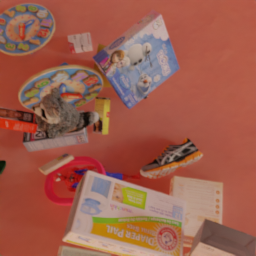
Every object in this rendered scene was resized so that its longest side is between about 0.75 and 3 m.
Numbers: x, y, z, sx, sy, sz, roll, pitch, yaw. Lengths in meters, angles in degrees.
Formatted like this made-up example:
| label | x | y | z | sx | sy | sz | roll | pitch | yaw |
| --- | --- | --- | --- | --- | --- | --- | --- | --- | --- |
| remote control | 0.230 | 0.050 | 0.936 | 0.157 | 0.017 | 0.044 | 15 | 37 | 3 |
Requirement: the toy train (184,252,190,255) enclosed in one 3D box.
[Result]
| label | x | y | z | sx | sy | sz | roll | pitch | yaw |
| --- | --- | --- | --- | --- | --- | --- | --- | --- | --- |
| toy train | 0.782 | 3.041 | 7.575 | 1.776 | 0.658 | 2.365 | -37 | 73 | -13 |

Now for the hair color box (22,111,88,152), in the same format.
| label | x | y | z | sx | sy | sz | roll | pitch | yaw |
| --- | --- | --- | --- | --- | --- | --- | --- | --- | --- |
| hair color box | -2.211 | 0.095 | 8.615 | 1.846 | 0.560 | 0.914 | -9 | 54 | -2 |

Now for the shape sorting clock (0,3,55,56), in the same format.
| label | x | y | z | sx | sy | sz | roll | pitch | yaw |
| --- | --- | --- | --- | --- | --- | --- | --- | --- | --- |
| shape sorting clock | -3.865 | -3.665 | 10.262 | 2.384 | 0.468 | 2.384 | 0 | 69 | 0 |

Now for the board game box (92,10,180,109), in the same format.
| label | x | y | z | sx | sy | sz | roll | pitch | yaw |
| --- | --- | --- | --- | --- | --- | --- | --- | --- | --- |
| board game box | 0.333 | -1.810 | 7.873 | 2.034 | 2.044 | 0.443 | -40 | 50 | -2 |

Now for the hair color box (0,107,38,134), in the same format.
| label | x | y | z | sx | sy | sz | roll | pitch | yaw |
| --- | --- | --- | --- | --- | --- | --- | --- | --- | --- |
| hair color box | -2.751 | -0.192 | 6.882 | 0.991 | 0.304 | 0.503 | 10 | 32 | -23 |

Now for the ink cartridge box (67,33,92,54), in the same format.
| label | x | y | z | sx | sy | sz | roll | pitch | yaw |
| --- | --- | --- | --- | --- | --- | --- | --- | --- | --- |
| ink cartridge box | -1.723 | -3.050 | 10.093 | 0.809 | 0.335 | 0.594 | -9 | 69 | -4 |

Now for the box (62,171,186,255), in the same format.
| label | x | y | z | sx | sy | sz | roll | pitch | yaw |
| --- | --- | --- | --- | --- | --- | --- | --- | --- | --- |
| box | -0.061 | 2.187 | 6.602 | 2.535 | 1.285 | 1.426 | 18 | 57 | -11 |

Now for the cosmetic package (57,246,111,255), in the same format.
| label | x | y | z | sx | sy | sz | roll | pitch | yaw |
| --- | --- | --- | --- | --- | --- | --- | --- | --- | --- |
| cosmetic package | -1.154 | 3.443 | 7.123 | 1.291 | 0.472 | 0.668 | 19 | 63 | -17 |

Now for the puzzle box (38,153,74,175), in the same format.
| label | x | y | z | sx | sy | sz | roll | pitch | yaw |
| --- | --- | --- | --- | --- | --- | --- | --- | --- | --- |
| puzzle box | -1.927 | 0.956 | 7.516 | 0.862 | 0.573 | 0.110 | -30 | 106 | -25 |

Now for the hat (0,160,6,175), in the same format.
| label | x | y | z | sx | sy | sz | roll | pitch | yaw |
| --- | --- | --- | --- | --- | --- | --- | --- | --- | --- |
| hat | -4.492 | 0.828 | 7.028 | 1.882 | 2.272 | 2.000 | -41 | 112 | -16 |

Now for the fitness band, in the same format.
| label | x | y | z | sx | sy | sz | roll | pitch | yaw |
| --- | --- | --- | --- | --- | --- | --- | --- | --- | --- |
| fitness band | -1.533 | 1.528 | 8.058 | 1.905 | 0.357 | 1.368 | -7 | 65 | 17 |

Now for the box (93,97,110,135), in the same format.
| label | x | y | z | sx | sy | sz | roll | pitch | yaw |
| --- | --- | --- | --- | --- | --- | --- | --- | --- | --- |
| box | -0.826 | -0.384 | 8.731 | 0.431 | 0.287 | 1.146 | 7 | 94 | 35 |

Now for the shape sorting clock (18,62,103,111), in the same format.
| label | x | y | z | sx | sy | sz | roll | pitch | yaw |
| --- | --- | --- | --- | --- | --- | --- | --- | --- | --- |
| shape sorting clock | -1.890 | -1.019 | 8.110 | 2.430 | 2.430 | 0.477 | -20 | 70 | -8 |

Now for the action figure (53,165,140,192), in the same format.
| label | x | y | z | sx | sy | sz | roll | pitch | yaw |
| --- | --- | --- | --- | --- | --- | --- | --- | --- | --- |
| action figure | -0.931 | 1.537 | 8.210 | 2.545 | 0.658 | 0.832 | 3 | 72 | 4 |

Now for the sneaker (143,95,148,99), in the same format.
| label | x | y | z | sx | sy | sz | roll | pitch | yaw |
| --- | --- | --- | --- | --- | --- | --- | --- | --- | --- |
| sneaker | 0.400 | -1.082 | 9.211 | 0.302 | 0.324 | 0.752 | 3 | 27 | -26 |

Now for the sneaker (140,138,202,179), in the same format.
| label | x | y | z | sx | sy | sz | roll | pitch | yaw |
| --- | --- | --- | --- | --- | --- | --- | --- | --- | --- |
| sneaker | 1.214 | 0.925 | 8.383 | 1.968 | 0.770 | 0.760 | -19 | 69 | -18 |

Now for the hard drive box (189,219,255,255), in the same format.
| label | x | y | z | sx | sy | sz | roll | pitch | yaw |
| --- | --- | --- | --- | --- | --- | --- | --- | --- | --- |
| hard drive box | 1.869 | 2.453 | 5.704 | 1.006 | 1.291 | 0.496 | 18 | 55 | 13 |

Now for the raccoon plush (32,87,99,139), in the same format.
| label | x | y | z | sx | sy | sz | roll | pitch | yaw |
| --- | --- | --- | --- | --- | --- | --- | --- | --- | --- |
| raccoon plush | -1.355 | -0.485 | 6.576 | 1.843 | 1.235 | 0.892 | -24 | 79 | -40 |

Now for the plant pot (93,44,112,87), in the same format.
| label | x | y | z | sx | sy | sz | roll | pitch | yaw |
| --- | --- | --- | --- | --- | --- | --- | --- | --- | --- |
| plant pot | -0.576 | -1.981 | 9.349 | 1.087 | 1.056 | 1.063 | 9 | 69 | -6 |

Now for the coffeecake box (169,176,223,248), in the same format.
| label | x | y | z | sx | sy | sz | roll | pitch | yaw |
| --- | --- | --- | --- | --- | --- | --- | --- | --- | --- |
| coffeecake box | 1.837 | 2.377 | 7.822 | 1.388 | 0.661 | 1.808 | 8 | 69 | 3 |
